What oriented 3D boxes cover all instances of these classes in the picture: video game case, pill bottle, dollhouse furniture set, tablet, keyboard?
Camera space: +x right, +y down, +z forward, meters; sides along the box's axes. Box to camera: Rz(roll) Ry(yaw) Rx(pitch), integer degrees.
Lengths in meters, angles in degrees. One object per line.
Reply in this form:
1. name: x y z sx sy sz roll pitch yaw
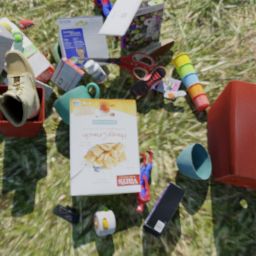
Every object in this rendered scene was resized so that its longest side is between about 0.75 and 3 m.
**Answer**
1. video game case: 0.507 -4.035 10.968 1.690 1.865 0.334 -18 66 -9
2. pill bottle: -1.219 -2.085 10.400 0.494 0.826 0.494 -21 44 22
3. dollhouse furniture set: -3.035 -2.671 11.238 0.911 0.781 0.958 -28 101 -11
4. tablet: -0.275 -3.876 9.755 1.073 0.113 1.649 15 72 31
5. keyboard: -1.900 2.605 8.685 0.836 0.166 0.435 23 66 10

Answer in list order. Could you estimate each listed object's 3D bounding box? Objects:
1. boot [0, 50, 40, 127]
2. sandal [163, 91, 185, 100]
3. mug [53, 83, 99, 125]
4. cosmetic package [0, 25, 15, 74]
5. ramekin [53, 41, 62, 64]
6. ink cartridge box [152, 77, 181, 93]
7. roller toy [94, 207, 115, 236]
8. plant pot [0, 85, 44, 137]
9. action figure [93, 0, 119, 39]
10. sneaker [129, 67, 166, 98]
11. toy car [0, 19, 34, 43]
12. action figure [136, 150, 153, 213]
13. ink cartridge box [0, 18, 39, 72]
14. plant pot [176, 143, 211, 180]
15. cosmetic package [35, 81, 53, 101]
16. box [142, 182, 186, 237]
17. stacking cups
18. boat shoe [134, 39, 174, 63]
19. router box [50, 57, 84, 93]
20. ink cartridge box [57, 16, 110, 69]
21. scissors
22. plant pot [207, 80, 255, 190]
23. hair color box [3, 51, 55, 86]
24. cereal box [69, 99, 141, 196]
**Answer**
1. boot: -3.353 -1.219 8.383 0.800 1.708 2.197 -9 105 -1
2. sandal: 1.701 -1.164 10.296 0.797 0.228 0.305 -2 55 9
3. mug: -1.693 -0.739 9.527 1.271 1.547 0.957 -34 91 -48
4. cosmetic package: -5.171 -2.300 9.584 1.199 1.420 2.659 48 113 26
5. ramekin: -2.257 -2.865 10.763 1.236 0.604 1.236 -2 94 -31
6. ink cartridge box: 1.416 -1.640 10.701 1.038 0.218 0.620 19 67 15
7. roller toy: -0.717 2.791 8.195 0.530 0.692 0.759 -3 31 -23
8. plant pot: -3.589 -0.420 9.377 1.463 1.291 1.465 0 56 -18
9. action figure: -0.834 -5.348 11.913 0.944 1.433 2.894 -23 64 -11
10. sneaker: 0.765 -1.607 10.412 1.564 0.678 0.576 -35 84 2
11. toy car: -4.263 -3.720 10.675 1.456 0.325 1.370 -15 50 -17
12. action figure: 0.448 1.693 8.879 0.505 0.639 1.955 23 59 -32
13. ink cartridge box: -4.676 -3.159 11.116 1.406 0.808 2.401 -38 70 -17
14. plant pot: 2.008 1.128 8.949 1.148 0.773 1.148 21 60 -40
15. cosmetic package: -3.230 -1.387 9.879 0.360 0.986 0.510 28 93 50
16. box: 1.039 2.432 8.285 0.566 1.012 1.434 31 68 13
17. stacking cups: 2.348 -1.691 10.565 0.694 0.694 2.294 -14 69 -7
18. boat shoe: 1.055 -3.197 11.249 1.744 0.622 0.563 -29 68 -12
19. router box: -2.189 -1.852 10.065 0.900 1.003 0.245 38 33 -4
20. ink cartridge box: -1.671 -3.171 10.507 1.795 0.427 1.816 -15 100 -27
21. scissors: -0.411 -2.595 10.565 2.904 0.202 1.062 16 95 -13
22. plant pot: 3.900 0.509 8.406 2.850 2.847 2.511 13 76 6
23. hair color box: -3.629 -1.889 10.345 1.728 0.553 0.959 -38 64 1
24. cereal box: -0.732 0.567 8.567 2.080 0.571 2.892 -1 76 -14
